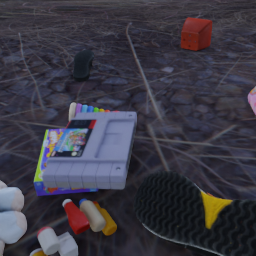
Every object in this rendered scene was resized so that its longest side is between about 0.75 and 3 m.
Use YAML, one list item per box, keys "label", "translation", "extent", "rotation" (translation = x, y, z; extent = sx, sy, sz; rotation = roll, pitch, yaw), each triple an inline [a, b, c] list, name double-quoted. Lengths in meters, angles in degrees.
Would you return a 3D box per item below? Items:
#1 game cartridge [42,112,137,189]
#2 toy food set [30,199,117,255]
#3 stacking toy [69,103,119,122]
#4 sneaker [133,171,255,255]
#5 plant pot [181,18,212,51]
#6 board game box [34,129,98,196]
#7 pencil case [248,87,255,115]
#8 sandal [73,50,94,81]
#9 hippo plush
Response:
- label: "game cartridge"
  translation: [-0.693, 0.329, 5.918]
  extent: [1.561, 0.462, 2.408]
  rotation: [3, 31, 6]
- label: "toy food set"
  translation: [-0.948, 1.611, 4.565]
  extent: [1.445, 0.690, 0.650]
  rotation: [-20, 43, -28]
- label: "stacking toy"
  translation: [-0.860, -0.342, 7.734]
  extent: [1.451, 0.620, 0.620]
  rotation: [4, 33, -5]
- label: "sneaker"
  translation: [1.358, 1.576, 4.318]
  extent: [2.981, 1.341, 1.043]
  rotation: [5, 57, 49]
- label: "plant pot"
  translation: [3.153, -4.376, 13.352]
  extent: [1.263, 1.265, 1.114]
  rotation: [20, 47, 27]
- label: "board game box"
  translation: [-1.313, 0.673, 6.300]
  extent: [1.226, 0.408, 1.823]
  rotation: [-4, 33, -6]
- label: "pencil case"
  translation: [3.918, -0.522, 7.610]
  extent: [0.864, 0.864, 1.976]
  rotation: [4, 27, 5]
- label: "sandal"
  translation: [-1.793, -2.407, 11.040]
  extent: [0.767, 0.488, 2.041]
  rotation: [2, 46, 2]
- label: "hippo plush"
  translation: [-2.564, 1.164, 4.382]
  extent: [1.799, 1.447, 1.433]
  rotation: [11, 48, 13]
